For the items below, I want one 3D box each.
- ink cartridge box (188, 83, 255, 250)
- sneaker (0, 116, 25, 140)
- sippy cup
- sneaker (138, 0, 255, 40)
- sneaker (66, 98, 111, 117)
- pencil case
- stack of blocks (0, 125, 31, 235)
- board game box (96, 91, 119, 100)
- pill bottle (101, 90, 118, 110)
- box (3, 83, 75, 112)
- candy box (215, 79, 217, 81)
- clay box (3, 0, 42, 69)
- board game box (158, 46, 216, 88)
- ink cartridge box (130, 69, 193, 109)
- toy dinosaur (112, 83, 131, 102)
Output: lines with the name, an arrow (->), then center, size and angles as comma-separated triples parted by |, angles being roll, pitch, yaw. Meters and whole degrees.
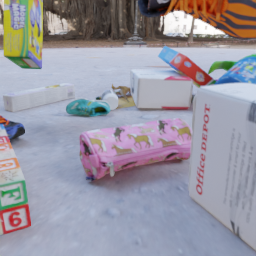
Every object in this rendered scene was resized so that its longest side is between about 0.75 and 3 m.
ink cartridge box -> 2.000, 0.578, 3.481 | 1.102, 1.909, 2.614 | -9, 22, -23
sneaker -> -3.589, -0.138, 7.113 | 2.233, 0.876, 0.841 | 8, 22, 22
sippy cup -> 3.887, -1.354, 9.444 | 1.774, 1.900, 2.420 | -28, 23, -34
sneaker -> 1.150, -2.167, 4.857 | 1.581, 1.095, 2.822 | -18, 39, -30
sneaker -> -1.296, -0.645, 9.131 | 1.462, 0.566, 0.582 | -3, 28, -9
pencil case -> 0.208, 0.368, 5.575 | 2.310, 0.957, 1.000 | -9, 63, -26
stack of blocks -> -2.677, 0.779, 4.615 | 1.533, 0.780, 2.662 | -10, 22, -27
board game box -> -0.829, -1.329, 11.448 | 0.486, 0.109, 0.927 | -6, 13, 46
pill bottle -> -0.655, -1.002, 10.053 | 0.570, 0.570, 1.003 | -3, 19, -9
box -> -3.269, -1.218, 10.659 | 0.552, 0.591, 2.852 | 13, 24, 36
candy box -> 4.879, -2.170, 13.772 | 1.051, 0.321, 0.717 | 2, 19, 5
clay box -> -2.826, -3.199, 7.695 | 0.682, 2.864, 1.646 | 2, 1, -6
board game box -> 2.537, -2.130, 10.994 | 2.510, 0.506, 1.921 | 30, 14, -27
ink cartridge box -> 1.145, -1.567, 10.777 | 1.946, 1.129, 2.637 | 0, 17, -4
toy dinosaur -> -0.217, -1.554, 11.706 | 0.955, 0.543, 1.798 | 6, 20, 12
